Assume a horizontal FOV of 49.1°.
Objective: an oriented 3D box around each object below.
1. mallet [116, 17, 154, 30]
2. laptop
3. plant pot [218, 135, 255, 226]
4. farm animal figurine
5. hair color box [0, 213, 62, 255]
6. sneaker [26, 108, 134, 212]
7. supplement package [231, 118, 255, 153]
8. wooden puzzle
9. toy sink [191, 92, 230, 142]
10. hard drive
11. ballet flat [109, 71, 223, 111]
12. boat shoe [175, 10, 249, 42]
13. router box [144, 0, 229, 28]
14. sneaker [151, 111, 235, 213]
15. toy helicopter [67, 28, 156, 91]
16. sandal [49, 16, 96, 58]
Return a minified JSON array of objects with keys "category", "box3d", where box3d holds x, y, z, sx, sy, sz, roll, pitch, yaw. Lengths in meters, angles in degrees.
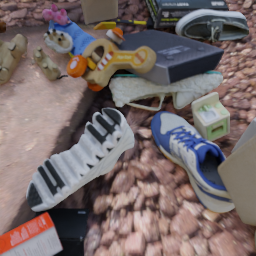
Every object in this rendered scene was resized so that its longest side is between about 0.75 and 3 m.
[{"category":"mallet","box3d":[0.262,-3.488,9.155,1.302,0.268,0.429,13,60,11]},{"category":"laptop","box3d":[-1.421,2.365,5.740,1.135,0.661,1.280,0,85,1]},{"category":"plant pot","box3d":[2.510,0.836,4.720,1.542,1.367,1.544,-10,70,-40]},{"category":"farm animal figurine","box3d":[-2.799,-2.216,7.897,2.497,1.255,2.016,-7,82,-8]},{"category":"hair color box","box3d":[-1.919,2.148,4.884,1.371,0.696,0.420,-23,35,-25]},{"category":"sneaker","box3d":[-0.954,0.838,5.987,2.728,1.106,1.025,-41,53,1]},{"category":"supplement package","box3d":[3.474,0.622,5.925,1.082,1.520,1.951,-31,63,-17]},{"category":"wooden puzzle","box3d":[-0.802,-3.452,7.985,1.120,1.661,0.194,-15,64,-14]},{"category":"toy sink","box3d":[1.969,-0.211,6.607,0.670,1.028,0.576,-24,47,-2]},{"category":"hard drive","box3d":[0.757,-1.926,7.291,1.951,0.612,2.893,-21,36,-25]},{"category":"ballet flat","box3d":[0.970,-0.921,7.352,2.924,1.049,1.049,-1,59,2]},{"category":"boat shoe","box3d":[2.637,-3.057,8.531,2.317,0.835,0.822,-10,55,-8]},{"category":"router box","box3d":[1.787,-4.127,9.091,2.358,0.733,1.767,-7,60,-12]},{"category":"sneaker","box3d":[1.518,0.477,6.207,1.041,1.219,2.765,-30,62,-15]},{"category":"toy helicopter","box3d":[-0.284,-1.733,6.720,2.436,0.961,1.611,14,79,43]},{"category":"sandal","box3d":[-1.601,-2.671,8.269,2.150,0.936,0.854,30,62,15]}]
